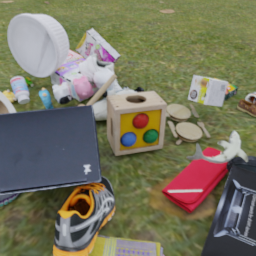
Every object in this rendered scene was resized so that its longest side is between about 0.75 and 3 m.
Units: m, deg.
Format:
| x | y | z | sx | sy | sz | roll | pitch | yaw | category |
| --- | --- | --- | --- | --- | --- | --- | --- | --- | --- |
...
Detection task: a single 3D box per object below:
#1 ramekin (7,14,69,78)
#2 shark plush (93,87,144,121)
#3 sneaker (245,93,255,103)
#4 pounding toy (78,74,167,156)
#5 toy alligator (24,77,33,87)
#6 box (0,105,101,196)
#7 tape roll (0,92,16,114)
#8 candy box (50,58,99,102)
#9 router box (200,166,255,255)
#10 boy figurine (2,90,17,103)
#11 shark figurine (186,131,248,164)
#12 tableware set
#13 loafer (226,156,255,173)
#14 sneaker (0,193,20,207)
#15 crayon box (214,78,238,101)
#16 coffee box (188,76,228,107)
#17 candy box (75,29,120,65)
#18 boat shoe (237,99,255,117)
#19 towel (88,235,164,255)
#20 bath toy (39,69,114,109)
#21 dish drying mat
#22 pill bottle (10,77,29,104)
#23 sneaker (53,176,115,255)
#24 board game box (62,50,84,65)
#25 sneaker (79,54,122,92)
| x | y | z | sx | sy | sz | roll | pitch | yaw | category |
| --- | --- | --- | --- | --- | --- | --- | --- | --- | --- |
| -3.331 | -3.205 | 10.743 | 2.351 | 2.351 | 1.095 | 16 | 35 | 21 | ramekin |
| -0.401 | -1.067 | 10.092 | 1.217 | 1.328 | 2.923 | -11 | 28 | 43 | shark plush |
| 4.917 | -0.869 | 10.105 | 0.570 | 0.563 | 1.435 | -16 | 28 | -29 | sneaker |
| -0.206 | -0.331 | 7.798 | 2.399 | 2.107 | 1.097 | -8 | 32 | -16 | pounding toy |
| -4.134 | -1.889 | 11.784 | 0.947 | 0.281 | 0.257 | 33 | 7 | 37 | toy alligator |
| -1.661 | 0.501 | 6.222 | 2.058 | 1.451 | 2.781 | -6 | -5 | -7 | box |
| -3.856 | -0.470 | 8.066 | 0.320 | 1.752 | 1.752 | -28 | 36 | 10 | tape roll |
| -1.924 | -2.048 | 11.553 | 1.758 | 0.750 | 2.096 | -28 | 44 | -33 | candy box |
| 2.866 | 2.172 | 5.740 | 2.164 | 0.719 | 2.752 | 18 | 40 | 24 | router box |
| -4.576 | -1.225 | 10.702 | 1.360 | 0.438 | 0.845 | -18 | 41 | -27 | boy figurine |
| 2.254 | 0.709 | 6.883 | 1.454 | 0.607 | 0.869 | -19 | 62 | -18 | shark figurine |
| 1.785 | -0.136 | 9.242 | 1.245 | 0.377 | 1.883 | 1 | 39 | -12 | tableware set |
| 3.473 | 1.202 | 7.069 | 1.933 | 0.656 | 0.678 | 13 | 39 | 3 | loafer |
| -3.150 | 1.573 | 6.692 | 0.503 | 0.592 | 1.352 | 25 | 43 | 30 | sneaker |
| 3.615 | -1.614 | 11.320 | 0.832 | 0.333 | 1.310 | -28 | 44 | -33 | crayon box |
| 2.587 | -1.208 | 9.137 | 0.825 | 0.824 | 0.816 | 0 | 18 | -37 | coffee box |
| -1.341 | -3.303 | 12.303 | 1.698 | 1.158 | 0.518 | 44 | 41 | -3 | candy box |
| 4.471 | -0.681 | 9.971 | 1.169 | 0.395 | 0.421 | 28 | 44 | 33 | boat shoe |
| -0.348 | 3.044 | 4.927 | 1.793 | 0.284 | 2.497 | 7 | 36 | 8 | towel |
| -1.700 | -1.285 | 9.857 | 2.646 | 0.978 | 1.151 | -17 | 34 | -1 | bath toy |
| 1.902 | 1.233 | 7.297 | 0.899 | 0.213 | 2.342 | 27 | 44 | 33 | dish drying mat |
| -3.942 | -1.369 | 10.265 | 0.508 | 0.508 | 0.935 | -17 | 74 | -22 | pill bottle |
| -0.858 | 1.639 | 6.056 | 0.985 | 0.972 | 2.516 | 1 | 19 | 7 | sneaker |
| -2.951 | -3.056 | 13.170 | 1.530 | 0.468 | 2.019 | -29 | 45 | -33 | board game box |
| -0.781 | -1.879 | 10.417 | 2.091 | 1.039 | 0.815 | 39 | 29 | -24 | sneaker |
